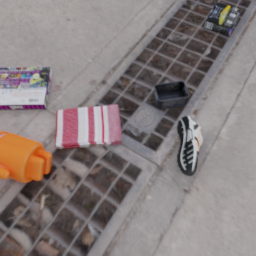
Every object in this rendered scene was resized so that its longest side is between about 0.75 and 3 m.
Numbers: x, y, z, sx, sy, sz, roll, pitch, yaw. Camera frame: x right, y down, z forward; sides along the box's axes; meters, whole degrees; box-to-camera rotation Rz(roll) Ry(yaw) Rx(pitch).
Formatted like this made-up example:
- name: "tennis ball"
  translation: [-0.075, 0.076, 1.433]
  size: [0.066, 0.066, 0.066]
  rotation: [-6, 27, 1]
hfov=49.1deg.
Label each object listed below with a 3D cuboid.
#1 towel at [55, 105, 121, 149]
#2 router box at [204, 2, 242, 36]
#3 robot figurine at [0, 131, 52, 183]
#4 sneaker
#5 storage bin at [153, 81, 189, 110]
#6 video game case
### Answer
- name: "towel"
  translation: [-1.581, -0.089, 11.001]
  size: [2.547, 0.290, 1.834]
  rotation: [-5, 57, -3]
- name: "router box"
  translation: [4.854, -5.605, 14.349]
  size: [1.398, 0.464, 1.778]
  rotation: [24, 61, 14]
- name: "robot figurine"
  translation: [-3.941, 0.974, 9.632]
  size: [2.530, 1.475, 1.819]
  rotation: [17, 61, 10]
- name: "sneaker"
  translation: [2.340, 0.672, 10.114]
  size: [0.928, 0.856, 2.321]
  rotation: [26, 55, -27]
- name: "storage bin"
  translation: [1.761, -1.353, 11.600]
  size: [1.316, 0.617, 0.890]
  rotation: [-9, 58, -6]
- name: "video game case"
  translation: [-4.536, -1.710, 11.930]
  size: [2.322, 0.416, 2.104]
  rotation: [-1, 58, -1]
